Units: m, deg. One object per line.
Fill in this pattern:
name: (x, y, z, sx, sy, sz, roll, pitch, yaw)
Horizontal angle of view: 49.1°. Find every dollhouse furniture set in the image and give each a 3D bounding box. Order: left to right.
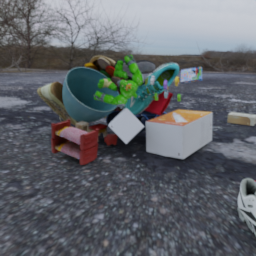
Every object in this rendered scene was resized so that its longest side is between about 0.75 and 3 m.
dollhouse furniture set: (-1.274, 0.236, 9.676, 1.380, 1.043, 2.565, 16, 22, 28)

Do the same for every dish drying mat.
dish drying mat: (0.770, -1.139, 11.296, 0.227, 0.958, 2.493, 35, -6, -35)

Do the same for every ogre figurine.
ogre figurine: (-0.184, -1.427, 9.102, 1.092, 0.894, 1.822, 38, 69, 19)

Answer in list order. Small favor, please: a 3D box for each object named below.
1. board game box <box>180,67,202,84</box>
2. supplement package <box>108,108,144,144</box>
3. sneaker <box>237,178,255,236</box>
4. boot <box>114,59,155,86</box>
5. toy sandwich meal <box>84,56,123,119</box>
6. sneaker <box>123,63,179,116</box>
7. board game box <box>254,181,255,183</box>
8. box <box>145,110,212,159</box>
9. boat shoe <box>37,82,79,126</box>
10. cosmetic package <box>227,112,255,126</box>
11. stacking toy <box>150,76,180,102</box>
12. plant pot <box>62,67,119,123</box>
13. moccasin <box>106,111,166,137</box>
board game box: (2.423, -2.017, 10.763, 0.795, 0.601, 0.145, -6, -32, 25)
supplement package: (-0.089, -0.091, 9.449, 0.853, 0.822, 1.500, -44, 5, 1)
sneaker: (2.636, 1.631, 5.147, 0.783, 0.935, 2.113, -14, 17, -8)
boot: (0.400, -1.940, 10.210, 1.714, 0.598, 1.128, -6, 48, -25)
toy sandwich meal: (-0.967, -1.656, 11.719, 2.790, 2.790, 0.955, 16, 46, 45)
sneaker: (0.808, -1.458, 10.256, 2.598, 1.007, 1.035, -44, 10, 5)
board game box: (3.815, 1.777, 5.989, 1.307, 0.247, 2.540, 1, 15, -7)
box: (1.884, 0.135, 10.084, 1.462, 1.145, 2.350, 8, 19, 37)
boat shoe: (-2.740, -0.923, 12.068, 0.887, 2.831, 1.037, -8, 53, 19)
cosmetic package: (5.559, -0.437, 13.685, 1.225, 0.435, 0.644, 10, 19, 33)
stacking toy: (1.257, -1.254, 9.316, 0.899, 1.192, 0.280, 6, 58, 18)
plant pot: (-1.601, -1.028, 10.624, 2.133, 1.437, 2.133, 21, 44, -22)
moccasin: (0.453, -0.113, 11.142, 2.632, 1.059, 0.897, -5, 32, -14)
